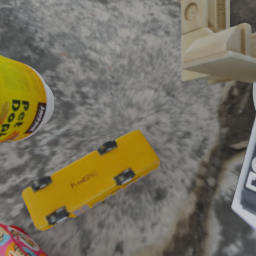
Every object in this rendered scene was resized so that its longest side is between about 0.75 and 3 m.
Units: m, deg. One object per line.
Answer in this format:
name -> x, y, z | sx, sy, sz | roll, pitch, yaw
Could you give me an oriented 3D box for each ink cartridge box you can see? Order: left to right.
ink cartridge box -> 2.652, 0.401, 4.125 | 2.839, 2.866, 0.622 | -5, 20, -38

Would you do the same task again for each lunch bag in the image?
lunch bag -> -2.427, 3.447, 5.381 | 2.582, 1.058, 2.274 | 39, 73, 15

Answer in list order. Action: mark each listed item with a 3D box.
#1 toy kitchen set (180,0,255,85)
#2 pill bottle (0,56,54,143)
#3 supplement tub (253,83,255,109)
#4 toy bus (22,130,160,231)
toy kitchen set -> 1.950, -2.190, 5.138 | 2.225, 2.727, 2.460 | 0, 90, -37
pill bottle -> -1.914, -0.390, 3.788 | 1.236, 2.262, 1.236 | 0, 92, 12
supplement tub -> 4.715, -0.971, 6.714 | 2.716, 1.975, 1.975 | -1, 68, 0
toy bus -> -0.751, 1.146, 6.286 | 2.904, 1.137, 0.945 | -29, 72, -11
